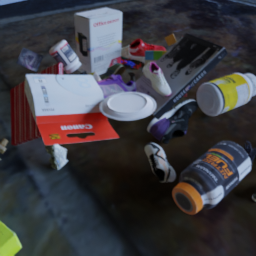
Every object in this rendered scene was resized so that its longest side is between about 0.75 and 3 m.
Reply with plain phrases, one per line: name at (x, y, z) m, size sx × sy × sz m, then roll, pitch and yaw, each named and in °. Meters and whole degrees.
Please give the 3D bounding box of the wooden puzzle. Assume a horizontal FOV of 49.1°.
wooden puzzle at (1.337, -1.921, 9.826) m, size 1.557 × 2.625 × 0.184 m, roll 5°, pitch 19°, yaw 15°

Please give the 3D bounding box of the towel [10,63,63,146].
towel at (-2.719, -0.606, 8.258) m, size 2.668 × 1.930 × 0.300 m, roll -15°, pitch -14°, yaw 38°

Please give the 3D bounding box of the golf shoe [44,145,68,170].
golf shoe at (-2.021, 0.634, 7.974) m, size 0.431 × 1.101 × 0.535 m, roll 19°, pitch 37°, yaw 35°

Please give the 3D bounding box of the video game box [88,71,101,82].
video game box at (-2.085, -1.025, 9.871) m, size 1.915 × 0.492 × 2.102 m, roll -19°, pitch 31°, yaw 28°

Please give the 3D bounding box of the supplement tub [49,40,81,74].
supplement tub at (-2.027, -2.279, 9.041) m, size 0.648 × 0.923 × 0.648 m, roll -28°, pitch 28°, yaw 16°

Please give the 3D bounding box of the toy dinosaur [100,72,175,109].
toy dinosaur at (0.266, -0.997, 9.598) m, size 2.681 × 1.032 × 1.371 m, roll 28°, pitch 81°, yaw 0°

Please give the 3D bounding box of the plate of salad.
plate of salad at (-0.006, -0.442, 6.089) m, size 1.227 × 0.295 × 1.227 m, roll -2°, pitch 35°, yaw 2°

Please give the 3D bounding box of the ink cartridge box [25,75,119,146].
ink cartridge box at (-1.223, -0.483, 6.004) m, size 1.589 × 0.469 × 1.985 m, roll -5°, pitch 40°, yaw -30°

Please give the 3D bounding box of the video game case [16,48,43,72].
video game case at (-3.194, -2.208, 9.089) m, size 0.793 × 0.567 × 0.075 m, roll 24°, pitch 0°, yaw 13°

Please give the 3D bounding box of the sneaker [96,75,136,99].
sneaker at (-0.566, -1.141, 7.924) m, size 1.890 × 0.835 × 0.760 m, roll 9°, pitch 16°, yaw -23°

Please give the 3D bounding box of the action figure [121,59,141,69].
action figure at (-0.053, -3.058, 13.140) m, size 1.323 × 0.342 × 0.433 m, roll 16°, pitch 44°, yaw 23°

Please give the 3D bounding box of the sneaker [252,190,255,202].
sneaker at (3.540, 1.617, 7.364) m, size 0.257 × 0.350 × 0.774 m, roll 33°, pitch 49°, yaw 32°

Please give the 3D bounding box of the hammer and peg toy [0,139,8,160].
hammer and peg toy at (-3.736, 0.394, 7.529) m, size 1.009 × 1.372 × 0.484 m, roll 37°, pitch 66°, yaw -15°

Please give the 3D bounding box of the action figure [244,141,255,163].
action figure at (4.594, 0.511, 8.174) m, size 2.138 × 1.091 × 1.271 m, roll -14°, pitch 31°, yaw -14°

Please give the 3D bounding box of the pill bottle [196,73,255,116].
pill bottle at (3.689, -1.294, 10.236) m, size 2.185 × 1.224 × 1.224 m, roll -21°, pitch 44°, yaw -24°

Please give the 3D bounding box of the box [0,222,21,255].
box at (-3.891, 2.866, 5.553) m, size 1.770 × 0.692 × 2.904 m, roll 25°, pitch 45°, yaw 27°

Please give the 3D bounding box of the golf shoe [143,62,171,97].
golf shoe at (0.801, -1.308, 7.497) m, size 0.394 × 0.479 × 1.046 m, roll -39°, pitch 89°, yaw -21°

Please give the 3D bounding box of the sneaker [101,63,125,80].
sneaker at (-0.636, -1.870, 9.857) m, size 1.121 × 0.376 × 0.503 m, roll -39°, pitch 49°, yaw 1°

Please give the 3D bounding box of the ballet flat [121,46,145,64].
ballet flat at (0.549, -3.633, 13.455) m, size 2.448 × 0.878 × 0.878 m, roll 26°, pitch 46°, yaw 29°

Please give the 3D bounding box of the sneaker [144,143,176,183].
sneaker at (0.808, 0.939, 7.696) m, size 0.508 × 0.468 × 1.269 m, roll -6°, pitch 54°, yaw -48°

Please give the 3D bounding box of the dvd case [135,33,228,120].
dvd case at (1.346, -1.624, 8.364) m, size 2.615 × 0.323 × 1.965 m, roll -44°, pitch 36°, yaw 5°

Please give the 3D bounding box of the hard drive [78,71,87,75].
hard drive at (-2.202, -1.257, 9.376) m, size 1.708 × 0.323 × 1.193 m, roll -21°, pitch 24°, yaw 19°

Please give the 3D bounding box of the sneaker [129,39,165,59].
sneaker at (0.731, -3.033, 10.810) m, size 1.455 × 0.840 × 0.570 m, roll -5°, pitch 79°, yaw 4°

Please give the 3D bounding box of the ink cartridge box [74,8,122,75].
ink cartridge box at (-1.090, -3.243, 10.590) m, size 0.905 × 2.185 × 1.592 m, roll 32°, pitch 45°, yaw 33°

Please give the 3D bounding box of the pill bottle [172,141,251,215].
pill bottle at (2.090, 1.288, 7.152) m, size 2.144 × 1.139 × 1.139 m, roll -31°, pitch 48°, yaw -31°

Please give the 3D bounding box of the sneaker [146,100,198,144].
sneaker at (1.702, -0.139, 9.344) m, size 2.164 × 0.819 × 0.947 m, roll -30°, pitch 61°, yaw -26°
